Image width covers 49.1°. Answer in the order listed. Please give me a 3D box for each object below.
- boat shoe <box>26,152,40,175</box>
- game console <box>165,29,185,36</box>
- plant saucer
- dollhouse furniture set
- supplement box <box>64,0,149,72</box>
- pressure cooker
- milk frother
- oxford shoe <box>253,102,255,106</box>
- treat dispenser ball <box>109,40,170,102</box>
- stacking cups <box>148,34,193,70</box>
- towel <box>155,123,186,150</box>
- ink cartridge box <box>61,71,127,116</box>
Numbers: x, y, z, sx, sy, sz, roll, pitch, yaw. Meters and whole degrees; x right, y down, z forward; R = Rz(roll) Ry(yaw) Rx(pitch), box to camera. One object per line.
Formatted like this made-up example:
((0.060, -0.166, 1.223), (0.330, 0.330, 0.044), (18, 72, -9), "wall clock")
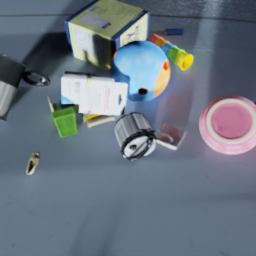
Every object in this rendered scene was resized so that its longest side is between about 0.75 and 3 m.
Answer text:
((-3.310, 1.232, 9.776), (0.305, 0.261, 0.832), (18, 83, -10), "boat shoe")
((2.520, -5.334, 15.199), (0.925, 0.547, 0.789), (-2, 52, -3), "game console")
((3.835, -0.186, 10.462), (2.309, 0.585, 2.309), (-5, 72, 15), "plant saucer")
((-1.836, -0.868, 11.189), (2.418, 1.213, 1.584), (-17, 53, -14), "dollhouse furniture set")
((-0.947, -4.581, 13.679), (2.903, 1.951, 2.906), (27, 56, 20), "supplement box")
((0.279, 0.388, 10.104), (1.380, 1.359, 1.545), (-16, 50, -8), "pressure cooker")
((-4.730, -1.454, 11.464), (2.549, 2.300, 2.397), (20, 87, -19), "milk frother")
((4.714, -0.153, 10.997), (2.742, 0.978, 1.000), (-38, 23, -17), "oxford shoe")
((0.463, -2.315, 11.579), (2.502, 2.502, 2.502), (0, 51, 0), "treat dispenser ball")
((1.960, -3.820, 13.921), (0.811, 0.811, 2.679), (-32, 54, -23), "stacking cups")
((1.618, 0.317, 10.874), (0.981, 0.165, 1.027), (23, 51, 20), "towel")
((-1.281, -1.310, 10.721), (2.401, 1.382, 0.814), (5, 29, -4), "ink cartridge box")
